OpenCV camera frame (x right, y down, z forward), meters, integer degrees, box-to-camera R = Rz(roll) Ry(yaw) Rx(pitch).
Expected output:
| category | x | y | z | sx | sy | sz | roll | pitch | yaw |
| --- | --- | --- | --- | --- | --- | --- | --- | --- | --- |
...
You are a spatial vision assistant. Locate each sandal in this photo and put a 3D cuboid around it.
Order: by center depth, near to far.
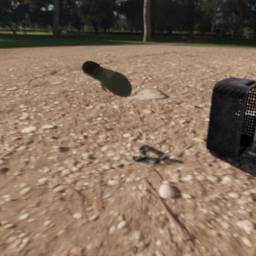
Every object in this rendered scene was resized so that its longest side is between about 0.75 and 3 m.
| category | x | y | z | sx | sy | sz | roll | pitch | yaw |
| --- | --- | --- | --- | --- | --- | --- | --- | --- | --- |
| sandal | -0.851 | -1.991 | 12.154 | 2.594 | 0.853 | 0.951 | 33 | 76 | 15 |

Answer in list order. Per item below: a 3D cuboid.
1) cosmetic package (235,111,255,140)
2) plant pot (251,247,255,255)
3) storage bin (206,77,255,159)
| category | x | y | z | sx | sy | sz | roll | pitch | yaw |
| --- | --- | --- | --- | --- | --- | --- | --- | --- | --- |
| cosmetic package | 4.747 | -0.115 | 11.612 | 1.064 | 1.068 | 0.656 | 4 | 23 | 11 |
| plant pot | 2.929 | 2.417 | 5.324 | 1.134 | 1.123 | 1.134 | 0 | 21 | 0 |
| storage bin | 3.891 | -0.410 | 10.278 | 1.230 | 2.624 | 1.774 | 19 | 28 | 37 |
